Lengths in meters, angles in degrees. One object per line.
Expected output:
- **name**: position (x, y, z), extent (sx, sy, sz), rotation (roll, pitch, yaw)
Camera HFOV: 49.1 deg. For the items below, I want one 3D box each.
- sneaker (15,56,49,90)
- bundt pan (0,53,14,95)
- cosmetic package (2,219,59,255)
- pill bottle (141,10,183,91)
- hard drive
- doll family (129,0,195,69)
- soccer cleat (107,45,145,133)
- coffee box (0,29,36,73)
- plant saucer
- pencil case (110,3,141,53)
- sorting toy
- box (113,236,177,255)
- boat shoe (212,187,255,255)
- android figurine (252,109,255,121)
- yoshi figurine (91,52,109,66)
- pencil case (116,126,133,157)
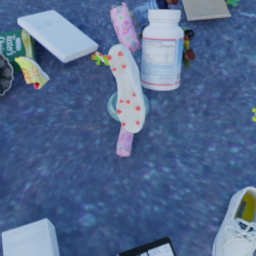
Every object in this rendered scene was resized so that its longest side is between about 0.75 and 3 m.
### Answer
- **sneaker**: position (-3.116, -1.735, 8.958), extent (0.553, 1.416, 0.640), rotation (18, 72, 32)
- **bundt pan**: position (-4.834, -1.852, 9.794), extent (1.741, 0.653, 1.741), rotation (-1, 95, -8)
- **cosmetic package**: position (-2.206, 3.399, 6.641), extent (1.173, 0.844, 2.080), rotation (-14, 59, -9)
- **pill bottle**: position (1.027, -2.353, 8.492), extent (1.221, 2.246, 1.221), rotation (1, 22, -1)
- **hard drive**: position (-2.758, -3.672, 11.076), extent (2.695, 0.342, 1.778), rotation (41, 49, 16)
- **doll family**: position (1.332, -3.273, 9.536), extent (1.719, 2.973, 1.167), rotation (-7, 57, 42)
- **soccer cleat**: position (0.051, -1.127, 8.094), extent (0.877, 2.530, 0.981), rotation (-6, 15, 24)
- **coffee box**: position (-5.114, -2.844, 10.780), extent (2.956, 0.650, 1.818), rotation (-11, 58, -7)
- **plant saucer**: position (0.015, -0.833, 9.758), extent (1.492, 0.204, 1.492), rotation (0, 58, 0)
- **pencil case**: position (-0.086, -3.209, 9.088), extent (0.662, 0.662, 1.515), rotation (-17, 87, -11)
- **sorting toy**: position (3.870, -5.434, 12.616), extent (2.688, 0.396, 1.987), rotation (-5, 52, 1)
- **box**: position (0.260, 3.218, 6.446), extent (1.643, 1.345, 0.708), rotation (-16, 58, -9)
- **boat shoe**: position (2.865, 2.582, 7.022), extent (0.920, 1.062, 2.492), rotation (24, 60, 15)
- **android figurine**: position (3.038, -0.159, 5.883), extent (0.952, 0.195, 0.866), rotation (15, 65, -9)
- **yoshi figurine**: position (-0.992, -2.649, 10.885), extent (0.855, 0.481, 0.479), rotation (28, 20, 32)
- **pencil case**: position (-0.079, 0.370, 8.828), extent (0.468, 0.468, 1.070), rotation (9, 59, 6)
